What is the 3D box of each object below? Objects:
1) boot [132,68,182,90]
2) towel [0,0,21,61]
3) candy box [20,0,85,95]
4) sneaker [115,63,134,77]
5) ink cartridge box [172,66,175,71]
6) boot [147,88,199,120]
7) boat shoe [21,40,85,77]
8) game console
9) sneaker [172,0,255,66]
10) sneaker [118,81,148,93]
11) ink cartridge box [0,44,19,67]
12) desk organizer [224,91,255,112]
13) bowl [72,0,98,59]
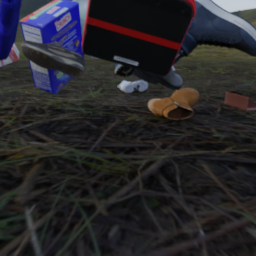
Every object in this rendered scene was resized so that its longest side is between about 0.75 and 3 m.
[{"bbox_3d":[1.443,-2.354,9.675,0.962,1.815,2.757,35,20,28],"label":"boot"},{"bbox_3d":[-2.376,-2.087,5.490,0.323,1.304,0.963,15,44,-18],"label":"towel"},{"bbox_3d":[-2.242,-2.544,8.762,0.873,2.265,1.915,19,46,15],"label":"candy box"},{"bbox_3d":[0.304,-2.891,9.927,2.420,1.079,0.950,-33,-29,33],"label":"sneaker"},{"bbox_3d":[1.547,-2.919,13.683,1.207,1.185,0.261,-30,-22,14],"label":"ink cartridge box"},{"bbox_3d":[2.278,-0.935,11.874,2.566,0.945,1.985,-18,20,-13],"label":"boot"},{"bbox_3d":[-2.013,-1.968,7.648,1.729,0.634,0.644,21,-31,-19],"label":"boat shoe"},{"bbox_3d":[0.168,-2.295,6.432,2.326,2.057,0.361,15,49,-6],"label":"game console"},{"bbox_3d":[2.078,-2.259,7.699,2.831,2.046,1.076,36,4,8],"label":"sneaker"},{"bbox_3d":[0.273,-2.664,17.625,1.872,0.703,1.076,-16,26,-32],"label":"sneaker"},{"bbox_3d":[-3.383,-1.859,7.349,0.949,0.320,0.553,-23,41,-5],"label":"ink cartridge box"},{"bbox_3d":[5.389,-1.309,13.445,0.601,0.646,1.677,-6,18,-18],"label":"desk organizer"},{"bbox_3d":[-1.090,-3.398,10.198,2.730,1.227,2.730,-20,-20,-8],"label":"bowl"}]
